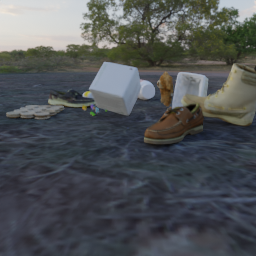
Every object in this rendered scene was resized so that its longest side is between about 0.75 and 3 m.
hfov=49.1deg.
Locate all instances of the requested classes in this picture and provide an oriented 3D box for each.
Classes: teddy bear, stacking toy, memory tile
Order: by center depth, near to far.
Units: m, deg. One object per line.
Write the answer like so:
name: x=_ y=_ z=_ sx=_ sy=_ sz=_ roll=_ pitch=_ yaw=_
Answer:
memory tile: x=-3.313 y=-0.600 z=10.233 sx=1.532 sy=0.168 sz=1.999 roll=1 pitch=13 yaw=5
stacking toy: x=-1.217 y=-0.693 z=10.283 sx=0.617 sy=0.192 sz=0.819 roll=-23 pitch=41 yaw=-30
teddy bear: x=1.462 y=-1.498 z=11.041 sx=0.547 sy=1.187 sz=1.637 roll=9 pitch=-3 yaw=15

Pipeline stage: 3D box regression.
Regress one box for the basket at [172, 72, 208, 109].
basket: x=2.229 y=-1.190 z=9.895 sx=0.965 sy=1.423 sz=0.878 roll=14 pitch=14 yaw=28

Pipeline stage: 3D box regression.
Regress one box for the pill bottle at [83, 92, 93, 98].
pill bottle: x=-1.820 y=-1.458 z=13.123 sx=0.465 sy=0.465 sz=0.830 roll=-8 pitch=16 yaw=-30

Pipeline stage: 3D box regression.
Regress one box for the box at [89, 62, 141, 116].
box: x=-0.405 y=-1.369 z=9.757 sx=1.316 sy=1.309 sz=1.127 roll=16 pitch=-26 yaw=19

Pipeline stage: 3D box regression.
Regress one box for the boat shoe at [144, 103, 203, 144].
boat shoe: x=1.161 y=-0.172 z=7.102 sx=0.844 sy=0.798 sz=2.347 roll=10 pitch=17 yaw=35

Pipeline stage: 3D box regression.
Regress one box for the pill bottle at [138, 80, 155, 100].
pill bottle: x=0.751 y=-1.914 z=14.002 sx=0.926 sy=0.926 sz=1.651 roll=-4 pitch=14 yaw=-14

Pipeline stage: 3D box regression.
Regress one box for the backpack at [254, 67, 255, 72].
backpack: x=4.494 y=-0.559 z=6.036 sx=2.602 sy=2.104 sz=2.732 roll=-18 pitch=31 yaw=-35

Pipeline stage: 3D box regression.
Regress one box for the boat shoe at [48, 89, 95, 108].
boat shoe: x=-2.419 y=-1.269 z=11.822 sx=2.178 sy=0.706 sz=0.797 roll=4 pitch=14 yaw=16

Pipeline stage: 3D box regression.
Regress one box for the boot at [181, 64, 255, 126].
boot: x=2.786 y=-1.114 z=8.294 sx=2.188 sy=1.701 sz=0.796 roll=19 pitch=34 yaw=17
